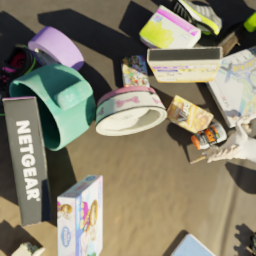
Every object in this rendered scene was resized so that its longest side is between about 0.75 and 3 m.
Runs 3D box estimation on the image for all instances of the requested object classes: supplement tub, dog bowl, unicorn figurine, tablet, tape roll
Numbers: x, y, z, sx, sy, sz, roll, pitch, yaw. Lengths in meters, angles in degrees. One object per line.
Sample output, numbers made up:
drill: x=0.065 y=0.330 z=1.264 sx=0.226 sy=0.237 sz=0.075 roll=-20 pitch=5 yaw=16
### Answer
supplement tub: x=2.266 y=0.259 z=7.950 sx=0.850 sy=0.521 sz=0.521 roll=-26 pitch=76 yaw=0
dog bowl: x=0.023 y=-0.476 z=8.004 sx=2.060 sy=2.060 sz=0.759 roll=-12 pitch=73 yaw=-3
unicorn figurine: x=3.621 y=0.589 z=8.576 sx=2.806 sy=1.036 sz=1.928 roll=20 pitch=52 yaw=26
tablet: x=2.166 y=4.304 z=8.099 sx=2.106 sy=0.144 sz=1.370 roll=40 pitch=79 yaw=11
tape roll: x=-2.333 y=-2.361 z=9.082 sx=1.689 sy=1.689 sz=0.718 roll=34 pitch=72 yaw=9

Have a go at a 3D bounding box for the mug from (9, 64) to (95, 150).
mug: x=-1.902 y=-0.653 z=8.199 sx=2.770 sy=2.276 sz=1.713 roll=23 pitch=45 yaw=33

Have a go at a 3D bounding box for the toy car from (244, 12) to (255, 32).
toy car: x=5.452 y=-3.601 z=8.858 sx=1.938 sy=2.457 sz=2.018 roll=-35 pitch=81 yaw=-36

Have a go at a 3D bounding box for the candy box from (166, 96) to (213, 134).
candy box: x=1.932 y=-0.371 z=9.045 sx=1.336 sy=0.369 sz=0.771 roll=29 pitch=87 yaw=0

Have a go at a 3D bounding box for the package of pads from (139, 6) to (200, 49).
package of pads: x=1.419 y=-3.210 z=9.822 sx=1.778 sy=0.606 sz=1.373 roll=36 pitch=87 yaw=10

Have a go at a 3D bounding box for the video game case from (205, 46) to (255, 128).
video game case: x=4.057 y=-1.497 z=9.562 sx=2.539 sy=0.279 sz=2.315 roll=-21 pitch=76 yaw=-8

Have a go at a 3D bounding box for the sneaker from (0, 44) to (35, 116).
sneaker: x=-3.939 y=-1.643 z=9.237 sx=0.980 sy=1.070 sz=2.553 roll=13 pitch=75 yaw=4

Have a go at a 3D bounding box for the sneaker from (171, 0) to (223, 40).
sneaker: x=2.496 y=-4.104 z=10.155 sx=2.119 sy=0.783 sz=0.857 roll=40 pitch=71 yaw=3

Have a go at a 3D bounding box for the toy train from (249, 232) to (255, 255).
toy train: x=3.725 y=3.965 z=8.109 sx=0.413 sy=0.308 sz=1.805 roll=11 pitch=76 yaw=-1

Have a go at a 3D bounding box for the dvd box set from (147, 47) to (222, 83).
dvd box set: x=1.640 y=-1.745 z=8.099 sx=1.843 sy=2.520 sz=0.370 roll=2 pitch=88 yaw=13

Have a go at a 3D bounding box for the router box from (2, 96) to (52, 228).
router box: x=-2.583 y=0.669 z=7.335 sx=0.763 sy=2.228 sz=2.988 roll=-8 pitch=98 yaw=-17

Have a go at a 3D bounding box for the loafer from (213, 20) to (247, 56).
loafer: x=3.750 y=-3.200 z=9.982 sx=1.756 sy=0.641 sz=0.626 roll=-40 pitch=111 yaw=-11

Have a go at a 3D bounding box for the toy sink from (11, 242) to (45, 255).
toy sink: x=-2.961 y=3.647 z=8.050 sx=0.900 sy=0.587 sz=0.504 roll=-43 pitch=78 yaw=-10

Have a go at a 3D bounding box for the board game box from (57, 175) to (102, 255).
board game box: x=-1.145 y=2.518 z=7.123 sx=0.455 sy=2.205 sz=2.210 roll=1 pitch=94 yaw=9

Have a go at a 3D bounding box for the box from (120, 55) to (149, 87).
box: x=0.226 y=-1.880 z=9.737 sx=0.858 sy=0.237 sz=1.257 roll=-7 pitch=75 yaw=-2
